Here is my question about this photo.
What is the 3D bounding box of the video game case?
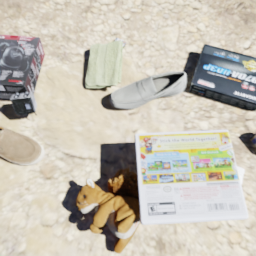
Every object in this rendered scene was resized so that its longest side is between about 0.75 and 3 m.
[{"bbox_3d":[1.651,1.297,7.816,2.808,0.321,2.556,-3,64,-2],"label":"video game case"}]

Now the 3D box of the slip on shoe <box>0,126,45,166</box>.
[{"bbox_3d":[-4.064,0.432,9.288,2.646,0.802,1.006,25,68,11],"label":"slip on shoe"}]

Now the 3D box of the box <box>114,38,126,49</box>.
[{"bbox_3d":[-0.468,-3.222,11.306,0.473,0.149,0.859,25,68,11],"label":"box"}]

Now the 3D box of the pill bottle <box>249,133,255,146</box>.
[{"bbox_3d":[4.576,0.559,9.383,0.516,0.516,0.922,-30,69,-13],"label":"pill bottle"}]

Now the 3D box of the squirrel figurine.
[{"bbox_3d":[-0.452,2.198,8.359,1.947,1.476,2.086,29,55,24],"label":"squirrel figurine"}]

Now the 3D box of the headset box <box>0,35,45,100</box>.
[{"bbox_3d":[-4.311,-2.361,10.366,1.914,0.993,2.573,4,60,0],"label":"headset box"}]

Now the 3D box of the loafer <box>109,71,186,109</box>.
[{"bbox_3d":[0.709,-1.427,10.018,2.871,1.002,1.004,-18,66,-8],"label":"loafer"}]

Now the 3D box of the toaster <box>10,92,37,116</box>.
[{"bbox_3d":[-3.480,-0.794,9.432,0.699,0.773,0.459,-7,37,-1],"label":"toaster"}]

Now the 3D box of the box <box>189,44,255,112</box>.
[{"bbox_3d":[3.760,-1.918,10.470,2.537,0.584,2.017,19,67,8],"label":"box"}]

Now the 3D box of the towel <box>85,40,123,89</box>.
[{"bbox_3d":[-0.892,-2.384,10.539,1.457,0.358,1.963,-3,69,21],"label":"towel"}]

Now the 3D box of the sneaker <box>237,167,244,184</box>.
[{"bbox_3d":[1.977,1.760,8.564,2.793,1.029,1.614,10,77,16],"label":"sneaker"}]
